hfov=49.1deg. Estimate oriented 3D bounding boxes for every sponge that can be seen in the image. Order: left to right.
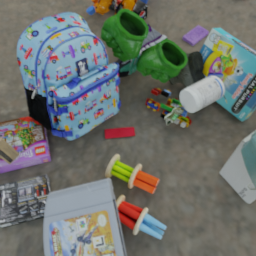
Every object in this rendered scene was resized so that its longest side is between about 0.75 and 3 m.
[{"bbox_3d":[2.735,-3.751,11.360,1.019,0.152,0.568,-39,66,-21],"label":"sponge"}]

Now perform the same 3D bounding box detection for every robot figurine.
[{"bbox_3d":[-0.180,-5.256,10.454,1.789,2.468,0.718,19,27,-30],"label":"robot figurine"}]

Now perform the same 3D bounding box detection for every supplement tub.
[{"bbox_3d":[2.231,-1.023,8.440,1.182,0.780,0.780,-27,62,-20],"label":"supplement tub"}]

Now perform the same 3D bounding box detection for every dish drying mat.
[{"bbox_3d":[-0.272,0.163,9.002,0.965,0.088,0.371,-6,54,-2],"label":"dish drying mat"}]

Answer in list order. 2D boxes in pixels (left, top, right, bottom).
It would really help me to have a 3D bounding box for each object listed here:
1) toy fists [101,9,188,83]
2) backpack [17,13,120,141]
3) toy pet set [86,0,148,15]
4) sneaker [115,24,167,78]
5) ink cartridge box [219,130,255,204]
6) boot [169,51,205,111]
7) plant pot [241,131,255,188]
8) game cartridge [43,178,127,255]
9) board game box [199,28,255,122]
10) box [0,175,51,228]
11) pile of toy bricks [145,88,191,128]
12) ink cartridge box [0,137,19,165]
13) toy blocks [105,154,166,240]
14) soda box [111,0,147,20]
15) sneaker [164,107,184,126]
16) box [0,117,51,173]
[{"bbox_3d":[0.426,-2.447,8.910,2.856,1.456,0.982,30,74,-17],"label":"toy fists"},{"bbox_3d":[-1.597,-1.550,7.992,2.720,2.980,2.005,-32,50,-33],"label":"backpack"},{"bbox_3d":[0.156,-5.571,11.851,2.980,1.583,2.783,-8,53,30],"label":"toy pet set"},{"bbox_3d":[0.182,-2.862,10.264,2.717,1.011,1.189,-38,78,-29],"label":"sneaker"},{"bbox_3d":[4.141,0.490,7.601,2.912,2.122,1.206,-32,64,-18],"label":"ink cartridge box"},{"bbox_3d":[1.995,-1.593,9.632,0.679,2.007,1.311,-17,13,-35],"label":"boot"},{"bbox_3d":[3.314,0.636,5.253,1.923,1.918,1.959,-40,69,-3],"label":"plant pot"},{"bbox_3d":[-1.038,2.793,6.679,1.877,0.585,2.819,-14,73,0],"label":"game cartridge"},{"bbox_3d":[3.315,-1.730,9.045,0.587,1.890,2.503,-21,56,-42],"label":"board game box"},{"bbox_3d":[-2.853,1.997,7.716,1.420,0.353,1.119,-13,59,-8],"label":"box"},{"bbox_3d":[1.456,-0.764,9.217,1.636,0.908,0.808,31,36,24],"label":"pile of toy bricks"},{"bbox_3d":[-3.605,0.405,7.595,1.096,0.903,0.412,31,70,27],"label":"ink cartridge box"},{"bbox_3d":[0.211,1.865,7.562,2.103,0.764,1.753,25,62,14],"label":"toy blocks"},{"bbox_3d":[-0.152,-5.271,11.997,2.046,0.648,0.724,38,66,21],"label":"soda box"},{"bbox_3d":[1.420,-0.320,8.608,0.316,0.821,0.364,22,52,-19],"label":"sneaker"},{"bbox_3d":[-3.627,0.523,8.515,2.291,0.448,1.567,-13,60,-11],"label":"box"}]
